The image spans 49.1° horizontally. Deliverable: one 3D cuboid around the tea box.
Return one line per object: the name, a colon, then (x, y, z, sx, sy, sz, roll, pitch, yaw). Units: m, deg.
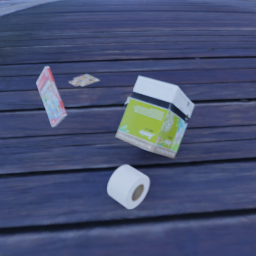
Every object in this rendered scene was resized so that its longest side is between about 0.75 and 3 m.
tea box: (0.970, -0.268, 9.301, 1.429, 2.104, 2.138, 22, 0, 29)

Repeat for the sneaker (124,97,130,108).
sneaker: (0.317, -0.795, 10.498, 0.416, 1.081, 0.479, -17, 51, 38)

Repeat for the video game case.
video game case: (-2.740, -1.056, 9.901, 0.158, 1.807, 1.292, -17, -8, -35)

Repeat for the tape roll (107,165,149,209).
tape roll: (0.016, 1.675, 7.982, 0.716, 1.043, 1.043, 26, 41, 36)

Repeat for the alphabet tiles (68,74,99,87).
alphabet tiles: (-2.526, -2.637, 15.636, 1.436, 0.054, 1.200, -26, 41, -35)
